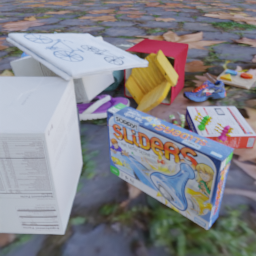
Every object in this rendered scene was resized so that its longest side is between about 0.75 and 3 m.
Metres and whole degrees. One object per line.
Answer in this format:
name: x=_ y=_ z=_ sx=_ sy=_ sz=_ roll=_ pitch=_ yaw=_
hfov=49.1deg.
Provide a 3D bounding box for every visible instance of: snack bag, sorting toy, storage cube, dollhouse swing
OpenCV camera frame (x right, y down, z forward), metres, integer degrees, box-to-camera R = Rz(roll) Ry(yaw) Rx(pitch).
snack bag: x=-1.201 y=-1.898 z=7.058 sx=2.513 sy=0.285 sz=2.665 roll=32 pitch=34 yaw=29
sorting toy: x=4.770 y=-1.992 z=11.448 sx=2.037 sy=0.300 sz=1.506 roll=21 pitch=37 yaw=31
storage cube: x=1.032 y=-2.135 z=10.292 sx=2.065 sy=1.765 sz=1.856 roll=14 pitch=34 yaw=21
dollhouse swing: x=0.525 y=-1.347 z=8.881 sx=1.581 sy=1.437 sz=1.390 roll=-32 pitch=5 yaw=43

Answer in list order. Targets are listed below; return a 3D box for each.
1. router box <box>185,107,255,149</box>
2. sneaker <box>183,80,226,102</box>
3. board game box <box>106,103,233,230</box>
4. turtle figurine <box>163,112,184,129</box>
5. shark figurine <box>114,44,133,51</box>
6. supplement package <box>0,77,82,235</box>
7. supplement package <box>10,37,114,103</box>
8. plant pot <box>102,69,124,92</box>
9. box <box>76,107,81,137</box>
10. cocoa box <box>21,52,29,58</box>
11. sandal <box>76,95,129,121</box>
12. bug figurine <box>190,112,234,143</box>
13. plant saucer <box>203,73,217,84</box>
router box: x=2.623 y=-0.057 z=8.218 sx=1.551 sy=0.422 sz=1.728 roll=0 pitch=32 yaw=-1
sneaker: x=2.693 y=-1.338 z=9.971 sx=1.699 sy=0.666 sz=0.640 roll=-12 pitch=20 yaw=-21
board game box: x=0.673 y=0.702 z=5.739 sx=2.603 sy=1.762 sz=0.448 roll=24 pitch=41 yaw=34
turtle figurine: x=1.256 y=-0.172 z=8.073 sx=0.937 sy=0.675 sz=0.909 roll=25 pitch=9 yaw=-21
shark figurine: x=0.160 y=-3.177 z=12.787 sx=2.885 sy=1.204 sz=1.724 roll=18 pitch=2 yaw=14
supplement package: x=-2.003 y=0.463 z=5.595 sx=1.705 sy=2.318 sz=2.217 roll=1 pitch=31 yaw=1
supplement package: x=-2.005 y=-1.771 z=9.065 sx=2.233 sy=1.642 sz=2.135 roll=-8 pitch=21 yaw=22
plant pot: x=-0.805 y=-2.014 z=10.615 sx=1.464 sy=1.464 sz=0.981 roll=-2 pitch=54 yaw=-4
box: x=-2.208 y=-0.096 z=7.769 sx=1.569 sy=0.959 sz=0.832 roll=9 pitch=34 yaw=15
cocoa box: x=-3.531 y=-2.340 z=11.006 sx=0.891 sy=1.336 sz=0.876 roll=1 pitch=34 yaw=0
sandal: x=-1.166 y=-0.749 z=9.122 sx=2.620 sy=0.644 sz=1.066 roll=-12 pitch=34 yaw=-19
bug figurine: x=2.052 y=0.275 z=7.241 sx=1.485 sy=0.382 sz=1.151 roll=31 pitch=88 yaw=38
plant saucer: x=3.350 y=-1.895 z=11.027 sx=0.870 sy=0.150 sz=0.870 roll=28 pitch=26 yaw=-15
